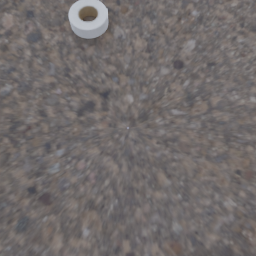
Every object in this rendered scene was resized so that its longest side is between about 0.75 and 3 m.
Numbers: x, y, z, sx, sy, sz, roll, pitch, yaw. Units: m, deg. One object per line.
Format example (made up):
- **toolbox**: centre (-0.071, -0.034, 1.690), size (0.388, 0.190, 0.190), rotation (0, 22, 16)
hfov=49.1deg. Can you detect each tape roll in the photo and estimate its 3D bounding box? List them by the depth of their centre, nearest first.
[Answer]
- **tape roll**: centre (-1.107, -3.103, 7.942), size (1.100, 0.385, 1.100), rotation (0, 70, 0)
